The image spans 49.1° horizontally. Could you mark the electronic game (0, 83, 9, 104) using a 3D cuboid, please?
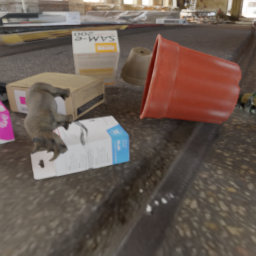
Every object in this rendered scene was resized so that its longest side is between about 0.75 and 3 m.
[{"bbox_3d":[-5.725,-1.344,11.399,2.331,0.485,2.331,1,27,0],"label":"electronic game"}]

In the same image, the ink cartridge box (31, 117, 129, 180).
[{"bbox_3d":[-1.309,0.444,7.260,2.364,0.788,1.369,-10,27,-20],"label":"ink cartridge box"}]

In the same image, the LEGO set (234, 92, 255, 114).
[{"bbox_3d":[4.505,-0.610,9.813,1.896,0.828,2.920,0,39,3],"label":"LEGO set"}]

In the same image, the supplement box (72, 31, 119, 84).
[{"bbox_3d":[-1.421,-2.915,12.082,1.788,1.043,2.837,-4,-16,-9],"label":"supplement box"}]

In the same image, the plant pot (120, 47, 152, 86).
[{"bbox_3d":[0.493,-2.749,12.251,1.489,1.292,1.489,8,39,-7],"label":"plant pot"}]

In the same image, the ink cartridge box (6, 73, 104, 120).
[{"bbox_3d":[-2.637,-1.288,10.567,2.821,1.059,2.324,9,26,21],"label":"ink cartridge box"}]

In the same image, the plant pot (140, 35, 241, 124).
[{"bbox_3d":[1.949,-1.355,9.041,2.635,2.710,2.710,11,25,-1],"label":"plant pot"}]

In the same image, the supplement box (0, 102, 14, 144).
[{"bbox_3d":[-4.262,-0.255,8.536,0.979,0.959,1.895,-16,30,-29],"label":"supplement box"}]

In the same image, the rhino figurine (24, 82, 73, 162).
[{"bbox_3d":[-1.892,-0.188,6.618,1.065,0.728,2.436,5,48,-24],"label":"rhino figurine"}]
